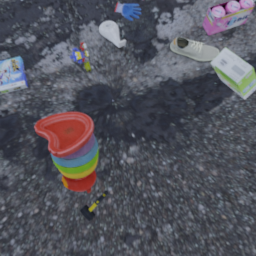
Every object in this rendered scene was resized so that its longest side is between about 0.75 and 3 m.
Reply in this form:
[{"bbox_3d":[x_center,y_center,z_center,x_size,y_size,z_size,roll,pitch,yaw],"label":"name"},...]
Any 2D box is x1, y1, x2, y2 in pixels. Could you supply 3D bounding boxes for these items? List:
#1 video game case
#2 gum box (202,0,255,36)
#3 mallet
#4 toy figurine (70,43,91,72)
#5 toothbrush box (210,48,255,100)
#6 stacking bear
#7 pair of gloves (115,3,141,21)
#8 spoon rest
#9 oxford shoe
[{"bbox_3d":[-5.072,-2.230,11.913,1.296,0.325,1.429,-15,72,-6],"label":"video game case"},{"bbox_3d":[4.459,-4.987,12.398,2.013,1.142,0.666,-20,73,-7],"label":"gum box"},{"bbox_3d":[-0.960,2.094,7.845,0.445,1.351,0.278,39,35,12],"label":"mallet"},{"bbox_3d":[-1.430,-1.979,8.040,0.510,0.449,0.852,-17,96,-28],"label":"toy figurine"},{"bbox_3d":[3.251,-1.609,8.484,0.645,1.498,1.091,-47,60,14],"label":"toothbrush box"},{"bbox_3d":[-1.566,0.931,8.296,1.454,2.558,1.553,-27,47,-24],"label":"stacking bear"},{"bbox_3d":[0.094,-4.645,10.205,1.067,0.151,1.327,5,112,-30],"label":"pair of gloves"},{"bbox_3d":[-0.673,-4.168,12.537,0.886,0.540,1.783,-28,60,-10],"label":"spoon rest"},{"bbox_3d":[2.915,-3.446,12.173,2.153,0.622,0.809,15,69,3],"label":"oxford shoe"}]
